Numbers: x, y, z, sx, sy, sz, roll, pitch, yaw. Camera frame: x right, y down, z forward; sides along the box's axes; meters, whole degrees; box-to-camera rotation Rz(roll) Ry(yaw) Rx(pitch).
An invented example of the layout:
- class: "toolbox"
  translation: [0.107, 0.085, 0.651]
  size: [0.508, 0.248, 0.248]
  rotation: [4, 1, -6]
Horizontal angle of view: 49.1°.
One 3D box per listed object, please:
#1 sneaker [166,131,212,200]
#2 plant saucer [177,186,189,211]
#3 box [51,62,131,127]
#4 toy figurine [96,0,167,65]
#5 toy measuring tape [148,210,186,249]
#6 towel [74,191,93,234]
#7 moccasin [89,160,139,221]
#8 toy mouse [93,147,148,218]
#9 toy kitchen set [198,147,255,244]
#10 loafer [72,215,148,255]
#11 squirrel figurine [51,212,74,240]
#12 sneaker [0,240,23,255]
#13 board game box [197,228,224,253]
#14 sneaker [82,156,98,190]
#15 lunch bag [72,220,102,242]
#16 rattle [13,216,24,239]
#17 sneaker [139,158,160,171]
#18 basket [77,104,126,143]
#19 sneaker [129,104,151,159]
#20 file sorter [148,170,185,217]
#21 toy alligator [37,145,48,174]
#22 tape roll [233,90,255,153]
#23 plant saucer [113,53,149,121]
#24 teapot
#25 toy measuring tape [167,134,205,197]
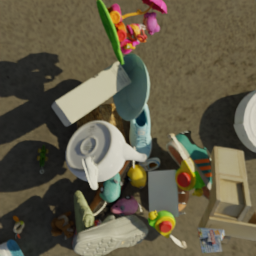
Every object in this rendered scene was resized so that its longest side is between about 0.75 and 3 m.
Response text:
- class: "sneaker"
  translation: [2.754, 1.422, 10.508]
  size: [1.192, 1.065, 2.983]
  rotation: [-39, 97, -19]
- class: "plant saucer"
  translation: [1.664, 2.641, 11.249]
  size: [1.604, 0.259, 1.604]
  rotation: [0, 84, -2]
- class: "box"
  translation: [-1.263, -1.172, 9.723]
  size: [2.663, 1.094, 0.911]
  rotation: [-37, 99, -22]
- class: "toy figurine"
  translation: [0.301, -3.277, 8.750]
  size: [1.937, 1.580, 2.105]
  rotation: [-24, 127, -4]
- class: "toy measuring tape"
  translation: [1.488, 3.402, 9.589]
  size: [2.059, 0.757, 0.757]
  rotation: [41, 89, -20]
- class: "towel"
  translation: [-1.551, 3.521, 9.934]
  size: [0.408, 1.658, 2.235]
  rotation: [-9, 112, -20]
- class: "moccasin"
  translation: [-0.767, 2.197, 10.875]
  size: [1.148, 1.088, 2.975]
  rotation: [29, 91, 39]
- class: "toy mouse"
  translation: [-0.212, 2.534, 10.308]
  size: [2.516, 0.548, 2.831]
  rotation: [-33, 124, -25]
- class: "toy kitchen set"
  translation: [3.715, 2.449, 9.650]
  size: [2.058, 2.522, 2.276]
  rotation: [9, 44, 6]
- class: "loafer"
  translation: [-0.620, 3.529, 9.428]
  size: [1.031, 2.953, 1.033]
  rotation: [47, 117, 40]
- class: "squirrel figurine"
  translation: [-2.605, 3.988, 11.188]
  size: [0.956, 0.676, 0.892]
  rotation: [-21, 99, 14]
- class: "sneaker"
  translation: [-4.526, 5.597, 11.040]
  size: [0.892, 0.845, 2.208]
  rotation: [-29, 82, 6]
- class: "board game box"
  translation: [2.626, 3.451, 8.713]
  size: [0.794, 0.795, 0.245]
  rotation: [-11, 117, 10]
- class: "sneaker"
  translation: [-1.033, 1.324, 8.179]
  size: [0.399, 0.379, 0.992]
  rotation: [-18, 100, -10]
- class: "lunch bag"
  translation: [-1.568, 4.224, 11.162]
  size: [1.093, 0.508, 1.241]
  rotation: [18, 89, 0]
- class: "rattle"
  translation: [-4.534, 4.039, 11.303]
  size: [0.540, 0.492, 0.756]
  rotation: [19, 116, 12]
- class: "sneaker"
  translation: [0.676, 1.519, 11.172]
  size: [1.198, 0.484, 0.458]
  rotation: [-21, 99, 14]
- class: "basket"
  translation: [-1.084, 0.078, 11.153]
  size: [1.374, 1.435, 1.926]
  rotation: [-12, 90, 28]
- class: "sneaker"
  translation: [0.435, 0.146, 10.780]
  size: [0.898, 0.995, 2.428]
  rotation: [-7, 99, 5]
- class: "file sorter"
  translation: [1.483, 2.446, 10.461]
  size: [1.112, 0.998, 1.603]
  rotation: [-9, 73, 31]
- class: "toy alligator"
  translation: [-3.478, 1.268, 11.282]
  size: [0.385, 0.279, 1.160]
  rotation: [11, 76, -28]
- class: "tape roll"
  translation: [5.722, -0.267, 11.019]
  size: [2.826, 0.988, 2.826]
  rotation: [0, 90, 0]
- class: "plant saucer"
  translation: [0.176, -1.424, 9.956]
  size: [0.455, 2.362, 2.362]
  rotation: [-2, 89, -30]
- class: "teapot"
  translation: [-0.946, 0.949, 9.539]
  size: [2.188, 1.619, 2.216]
  rotation: [-46, 50, -2]
- class: "toy measuring tape"
  translation: [1.824, 1.360, 9.740]
  size: [0.862, 0.862, 2.342]
  rotation: [-29, 72, -1]
